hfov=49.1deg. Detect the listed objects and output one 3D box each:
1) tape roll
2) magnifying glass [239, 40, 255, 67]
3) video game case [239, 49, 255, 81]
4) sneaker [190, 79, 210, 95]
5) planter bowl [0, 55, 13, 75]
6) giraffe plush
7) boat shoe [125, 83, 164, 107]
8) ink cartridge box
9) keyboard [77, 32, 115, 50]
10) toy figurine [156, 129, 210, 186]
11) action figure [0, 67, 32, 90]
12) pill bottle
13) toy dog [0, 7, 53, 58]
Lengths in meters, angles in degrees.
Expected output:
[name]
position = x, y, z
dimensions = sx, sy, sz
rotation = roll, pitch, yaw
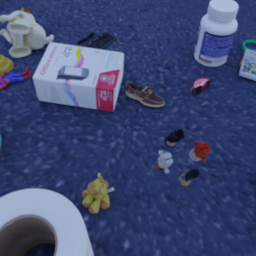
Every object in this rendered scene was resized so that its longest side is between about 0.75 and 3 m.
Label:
[tape roll]
position = -1.973, 2.741, 5.804
dimensions = 2.461, 1.690, 2.461
rotation = 0, 51, 0
[magnifying glass]
position = 4.958, -3.074, 11.550
dimensions = 0.742, 0.209, 1.865
rotation = 24, 53, 18
[video game case]
position = 5.218, -2.260, 10.747
dimensions = 1.704, 0.188, 1.553
rotation = 22, 55, 9
[sneaker]
position = 2.541, -1.520, 10.222
dimensions = 0.976, 0.360, 0.423
rotation = -32, 45, -29
[planter bowl]
position = -5.091, -2.545, 10.939
dimensions = 1.054, 0.439, 1.054
rotation = 0, 51, 0
[giraffe plush]
position = -0.781, 1.650, 7.297
dimensions = 0.940, 0.762, 0.811
rotation = -36, 59, -26
[boat shoe]
position = 0.592, -1.177, 9.706
dimensions = 1.466, 0.528, 0.529
rotation = 26, 46, 19
[ink cartridge box]
position = -1.628, -1.797, 9.778
dimensions = 2.712, 1.161, 2.002
rotation = 9, 53, 1
[keyboard]
position = -1.546, -3.656, 12.011
dimensions = 1.216, 0.197, 1.914
rotation = 32, 57, 23
[toy figurine]
position = 1.170, 0.654, 6.195
dimensions = 1.034, 0.719, 1.018
rotation = 27, 67, 0
[action figure]
position = -4.448, -1.798, 10.376
dimensions = 1.654, 0.427, 0.541
rotation = -29, 59, -19
[pill bottle]
position = 3.347, -3.587, 10.623
dimensions = 1.334, 2.229, 1.334
rotation = 0, 51, 0
[toy dog]
position = -4.309, -4.205, 11.682
dimensions = 2.030, 1.461, 2.094
rotation = -16, 50, -19
